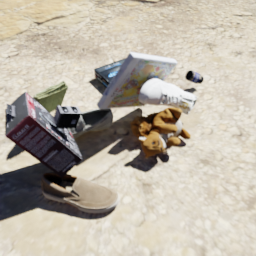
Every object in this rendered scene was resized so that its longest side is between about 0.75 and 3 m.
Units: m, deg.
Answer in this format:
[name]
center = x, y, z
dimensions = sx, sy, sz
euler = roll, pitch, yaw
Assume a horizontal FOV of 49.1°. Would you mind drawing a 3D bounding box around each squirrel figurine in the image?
[squirrel figurine]
center = 1.043, 0.239, 10.858
dimensions = 2.086, 1.476, 1.947
euler = 20, 55, 40

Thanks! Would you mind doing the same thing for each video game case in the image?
[video game case]
center = 0.396, -1.761, 11.107
dimensions = 2.808, 2.556, 0.321
euler = -9, 55, -48

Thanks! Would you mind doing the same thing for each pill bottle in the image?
[pill bottle]
center = 3.243, -2.441, 13.624
dimensions = 0.922, 0.516, 0.516
euler = 11, 31, -38

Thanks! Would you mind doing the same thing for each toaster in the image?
[toaster]
center = -1.884, -0.314, 8.661
dimensions = 0.699, 0.773, 0.459
euler = -1, 45, -32

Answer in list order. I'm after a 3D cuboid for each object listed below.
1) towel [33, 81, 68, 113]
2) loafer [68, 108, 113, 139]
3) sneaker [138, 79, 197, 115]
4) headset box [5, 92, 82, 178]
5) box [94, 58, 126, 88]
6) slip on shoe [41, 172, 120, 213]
[towel]
center = -3.148, -1.074, 11.075
dimensions = 1.457, 1.963, 0.358
euler = -31, 80, -31
[loafer]
center = -1.975, -0.195, 11.246
dimensions = 2.871, 1.002, 1.004
euler = -19, 63, -17
[sneaker]
center = 1.736, -1.173, 11.021
dimensions = 1.614, 1.029, 2.793
euler = 31, 25, 29
[headset box]
center = -2.810, 0.126, 8.968
dimensions = 0.993, 2.573, 1.914
euler = -42, 36, 2
[box]
center = -0.189, -2.761, 14.473
dimensions = 2.537, 0.584, 2.017
euler = -24, 48, -24
[slip on shoe]
center = -1.579, 1.994, 9.060
dimensions = 2.646, 0.802, 1.006
euler = 12, 39, 14
